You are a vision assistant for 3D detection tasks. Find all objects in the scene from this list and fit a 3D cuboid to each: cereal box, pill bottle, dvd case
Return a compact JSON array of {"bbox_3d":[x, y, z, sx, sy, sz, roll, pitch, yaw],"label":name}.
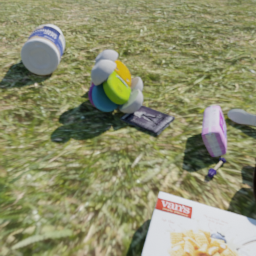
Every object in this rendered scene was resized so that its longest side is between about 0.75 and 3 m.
[{"bbox_3d":[1.221,2.579,4.890,2.108,0.579,2.930,15,36,9],"label":"cereal box"},{"bbox_3d":[-3.793,-3.752,12.905,1.607,1.607,2.896,-2,36,-3],"label":"pill bottle"},{"bbox_3d":[0.650,-0.314,9.479,1.513,0.121,1.125,24,42,29],"label":"dvd case"}]

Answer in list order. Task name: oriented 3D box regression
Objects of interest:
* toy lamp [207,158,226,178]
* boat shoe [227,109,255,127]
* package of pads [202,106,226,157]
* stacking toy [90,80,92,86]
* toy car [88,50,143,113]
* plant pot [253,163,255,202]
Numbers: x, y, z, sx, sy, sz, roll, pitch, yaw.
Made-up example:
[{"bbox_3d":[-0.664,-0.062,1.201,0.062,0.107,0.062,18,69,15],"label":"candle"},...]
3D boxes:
[{"bbox_3d":[2.368,1.067,7.515,0.226,0.226,0.776,26,44,31],"label":"toy lamp"},{"bbox_3d":[3.930,-0.282,9.208,1.298,0.464,0.388,20,-2,39],"label":"boat shoe"},{"bbox_3d":[2.556,0.069,8.284,0.546,0.869,1.442,-12,31,26],"label":"package of pads"},{"bbox_3d":[-1.137,-1.834,11.266,0.741,0.741,1.015,-4,18,-5],"label":"stacking toy"},{"bbox_3d":[-0.618,-1.408,9.782,1.709,1.995,2.280,-34,27,23],"label":"toy car"},{"bbox_3d":[3.904,1.232,6.307,1.596,1.491,1.491,9,37,5],"label":"plant pot"}]
